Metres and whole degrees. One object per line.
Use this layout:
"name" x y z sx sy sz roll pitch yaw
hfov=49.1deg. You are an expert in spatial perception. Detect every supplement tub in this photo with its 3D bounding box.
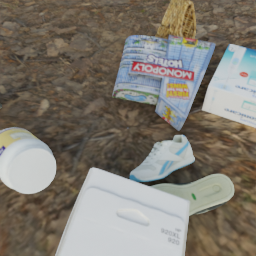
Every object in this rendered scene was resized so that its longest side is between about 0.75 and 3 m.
"supplement tub" -2.393 0.703 6.310 1.166 1.166 1.604 -33 31 -25

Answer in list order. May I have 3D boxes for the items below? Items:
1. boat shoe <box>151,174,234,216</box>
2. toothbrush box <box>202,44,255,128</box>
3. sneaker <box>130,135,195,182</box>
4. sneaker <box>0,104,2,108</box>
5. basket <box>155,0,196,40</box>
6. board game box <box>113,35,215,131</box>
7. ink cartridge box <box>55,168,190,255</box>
"boat shoe" 1.138 1.617 6.118 2.266 0.766 0.814 -10 62 -7
"toothbrush box" 3.492 -1.336 8.487 1.745 1.016 2.383 22 54 18
"sneaker" 0.750 0.737 6.634 1.854 0.709 0.749 -21 95 -34
"sneaker" -4.031 -0.641 8.151 0.497 0.350 0.935 -46 43 -11
"basket" 1.862 -3.585 9.787 1.389 1.331 1.865 24 58 -1
"board game box" 1.017 -1.408 8.124 2.733 0.843 2.731 10 63 2
"ink cartridge box" -0.244 2.041 4.553 1.642 2.230 1.613 19 50 -1
